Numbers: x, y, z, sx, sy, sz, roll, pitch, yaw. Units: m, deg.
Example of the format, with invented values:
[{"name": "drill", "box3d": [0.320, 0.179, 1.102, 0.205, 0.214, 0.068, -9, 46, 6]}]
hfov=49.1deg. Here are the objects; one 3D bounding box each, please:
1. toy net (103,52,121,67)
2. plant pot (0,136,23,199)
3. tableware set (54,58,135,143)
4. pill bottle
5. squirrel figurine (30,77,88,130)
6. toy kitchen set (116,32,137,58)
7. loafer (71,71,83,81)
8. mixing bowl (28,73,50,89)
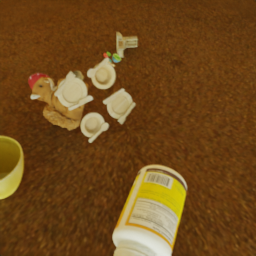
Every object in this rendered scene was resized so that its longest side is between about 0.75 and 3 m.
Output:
[{"name": "toy net", "box3d": [-0.748, -2.673, 11.033, 0.653, 0.240, 1.244, 41, 36, -8]}, {"name": "plant pot", "box3d": [-4.250, 1.474, 9.007, 2.016, 1.431, 2.016, -1, 45, 1]}, {"name": "tableware set", "box3d": [-1.091, -1.013, 10.167, 2.348, 2.810, 0.326, -39, 31, -13]}, {"name": "pill bottle", "box3d": [0.586, 2.572, 7.767, 1.588, 1.588, 2.907, 14, 47, 14]}, {"name": "squirrel figurine", "box3d": [-2.745, -0.963, 10.929, 2.015, 2.159, 1.528, 13, 26, -9]}, {"name": "toy kitchen set", "box3d": [-0.035, -4.783, 15.631, 1.212, 1.096, 1.343, -5, 45, -5]}, {"name": "loafer", "box3d": [-2.366, -1.748, 11.884, 0.669, 1.958, 0.741, 30, 56, -26]}, {"name": "mixing bowl", "box3d": [-3.783, -1.803, 12.049, 0.980, 0.980, 0.531, -8, 55, -8]}]
